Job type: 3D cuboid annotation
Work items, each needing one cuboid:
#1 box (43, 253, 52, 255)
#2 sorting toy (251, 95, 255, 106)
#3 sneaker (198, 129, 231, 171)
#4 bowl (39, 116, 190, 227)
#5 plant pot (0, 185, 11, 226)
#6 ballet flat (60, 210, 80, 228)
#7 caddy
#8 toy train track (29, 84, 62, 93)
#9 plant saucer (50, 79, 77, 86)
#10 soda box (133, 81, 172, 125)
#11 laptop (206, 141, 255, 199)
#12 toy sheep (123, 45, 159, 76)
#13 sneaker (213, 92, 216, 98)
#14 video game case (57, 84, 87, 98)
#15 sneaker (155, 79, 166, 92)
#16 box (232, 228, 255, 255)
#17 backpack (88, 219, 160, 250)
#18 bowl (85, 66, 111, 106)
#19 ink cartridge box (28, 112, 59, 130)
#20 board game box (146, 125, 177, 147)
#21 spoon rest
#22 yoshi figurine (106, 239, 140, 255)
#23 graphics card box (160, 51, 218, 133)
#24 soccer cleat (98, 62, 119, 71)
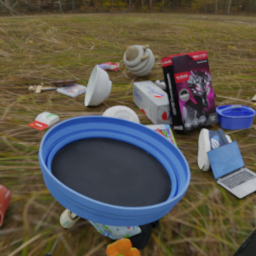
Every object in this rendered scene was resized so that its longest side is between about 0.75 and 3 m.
[{"bbox_3d":[-1.636,3.401,4.388,1.900,0.525,2.372,-19,34,-30],"label":"box"},{"bbox_3d":[6.780,-1.459,13.616,1.239,0.300,2.201,20,34,32],"label":"sorting toy"},{"bbox_3d":[2.958,0.783,9.091,1.226,0.674,1.674,15,45,-2],"label":"sneaker"},{"bbox_3d":[-0.173,0.464,3.645,1.916,0.376,1.916,11,28,-6],"label":"bowl"},{"bbox_3d":[-3.358,1.912,6.897,0.897,0.897,0.872,0,20,0],"label":"plant pot"},{"bbox_3d":[-1.148,1.928,7.098,0.502,0.464,1.487,42,36,-4],"label":"ballet flat"},{"bbox_3d":[4.322,-0.526,11.361,1.549,0.813,1.095,-3,28,-6],"label":"caddy"},{"bbox_3d":[-4.435,-2.209,15.037,1.717,0.279,0.985,-4,29,-8],"label":"toy train track"},{"bbox_3d":[-3.489,-2.486,15.305,1.475,0.254,1.475,-4,16,1],"label":"plant saucer"},{"bbox_3d":[1.101,-1.127,12.284,0.914,0.984,2.882,-9,30,-17],"label":"soda box"},{"bbox_3d":[3.209,1.177,8.205,1.301,0.806,1.390,-16,31,-27],"label":"laptop"},{"bbox_3d":[0.748,-3.898,16.437,1.874,1.874,2.718,26,-6,39],"label":"toy sheep"},{"bbox_3d":[3.304,-1.638,13.491,2.115,0.866,0.774,10,23,-27],"label":"sneaker"},{"bbox_3d":[-2.863,-1.986,14.748,1.333,0.153,1.215,21,35,33],"label":"video game case"},{"bbox_3d":[2.300,-2.148,14.165,1.096,0.727,1.927,-31,36,-18],"label":"sneaker"},{"bbox_3d":[3.061,3.151,4.701,2.285,0.706,2.861,-25,37,-36],"label":"box"},{"bbox_3d":[-0.464,1.116,6.471,2.007,2.611,2.130,-11,27,22],"label":"backpack"},{"bbox_3d":[-1.333,-1.834,12.992,0.866,1.927,1.927,14,24,-18],"label":"bowl"},{"bbox_3d":[-3.499,-0.296,11.550,0.808,0.251,1.004,16,31,28],"label":"ink cartridge box"},{"bbox_3d":[0.646,0.559,8.706,1.833,0.410,1.232,-3,64,-31],"label":"board game box"},{"bbox_3d":[-0.014,0.379,9.005,1.306,0.797,2.628,-11,59,-22],"label":"spoon rest"},{"bbox_3d":[0.185,2.897,4.842,1.020,1.016,1.814,9,38,-21],"label":"yoshi figurine"},{"bbox_3d":[2.382,-1.395,10.789,1.822,2.904,0.739,-15,10,-28],"label":"graphics card box"},{"bbox_3d":[-1.310,-3.990,18.020,1.473,0.563,0.491,8,30,14],"label":"soccer cleat"}]
